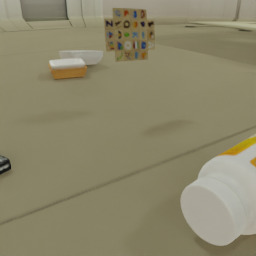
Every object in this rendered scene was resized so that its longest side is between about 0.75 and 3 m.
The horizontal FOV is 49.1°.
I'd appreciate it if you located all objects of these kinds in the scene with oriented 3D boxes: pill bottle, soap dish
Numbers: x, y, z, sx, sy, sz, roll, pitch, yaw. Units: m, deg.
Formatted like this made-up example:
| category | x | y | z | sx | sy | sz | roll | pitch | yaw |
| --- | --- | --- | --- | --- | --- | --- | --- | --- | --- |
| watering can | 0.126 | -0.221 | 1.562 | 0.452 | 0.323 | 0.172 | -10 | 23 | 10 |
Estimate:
| category | x | y | z | sx | sy | sz | roll | pitch | yaw |
| --- | --- | --- | --- | --- | --- | --- | --- | --- | --- |
| pill bottle | 2.098 | 0.986 | 4.926 | 2.426 | 1.347 | 1.347 | -20 | 33 | -35 |
| soap dish | -2.908 | -2.842 | 13.424 | 1.690 | 0.686 | 1.330 | -8 | 27 | -17 |

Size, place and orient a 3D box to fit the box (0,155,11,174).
| category | x | y | z | sx | sy | sz | roll | pitch | yaw |
| --- | --- | --- | --- | --- | --- | --- | --- | --- | --- |
| box | -3.478 | 0.917 | 6.248 | 1.024 | 0.312 | 1.270 | 19 | 32 | 30 |

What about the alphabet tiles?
| category | x | y | z | sx | sy | sz | roll | pitch | yaw |
| --- | --- | --- | --- | --- | --- | --- | --- | --- | --- |
| alphabet tiles | 0.088 | -2.741 | 8.274 | 1.770 | 1.473 | 0.056 | -12 | 16 | -32 |

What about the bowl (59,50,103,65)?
| category | x | y | z | sx | sy | sz | roll | pitch | yaw |
| --- | --- | --- | --- | --- | --- | --- | --- | --- | --- |
| bowl | -2.504 | -3.796 | 15.068 | 1.927 | 0.719 | 1.924 | -17 | 24 | -40 |
